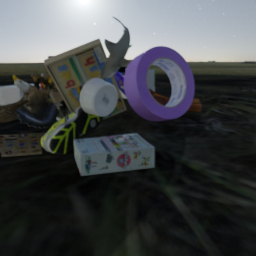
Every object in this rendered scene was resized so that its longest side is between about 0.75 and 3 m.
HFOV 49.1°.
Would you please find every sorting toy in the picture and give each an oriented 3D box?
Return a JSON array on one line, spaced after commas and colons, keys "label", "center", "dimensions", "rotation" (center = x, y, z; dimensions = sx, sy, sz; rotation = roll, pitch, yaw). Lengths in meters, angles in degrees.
[{"label": "sorting toy", "center": [-3.028, -1.563, 13.212], "dimensions": [0.694, 1.983, 1.995], "rotation": [-32, -9, 34]}]

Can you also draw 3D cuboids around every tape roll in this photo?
[{"label": "tape roll", "center": [1.243, -1.669, 10.865], "dimensions": [2.788, 2.788, 0.915], "rotation": [-8, -1, -31]}]

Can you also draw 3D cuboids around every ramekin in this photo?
[{"label": "ramekin", "center": [-0.747, -0.788, 7.502], "dimensions": [0.495, 1.015, 1.015], "rotation": [24, 26, 39]}]

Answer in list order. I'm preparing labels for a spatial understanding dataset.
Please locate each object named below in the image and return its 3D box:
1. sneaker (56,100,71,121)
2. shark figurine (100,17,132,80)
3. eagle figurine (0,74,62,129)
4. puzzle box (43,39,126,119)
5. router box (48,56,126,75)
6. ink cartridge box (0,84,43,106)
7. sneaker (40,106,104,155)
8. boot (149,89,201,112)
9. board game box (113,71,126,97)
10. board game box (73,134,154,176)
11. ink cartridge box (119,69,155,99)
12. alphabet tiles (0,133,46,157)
[{"label": "sneaker", "center": [-2.346, -0.682, 10.932], "dimensions": [0.784, 1.067, 2.359], "rotation": [-5, 14, -21]}, {"label": "shark figurine", "center": [-0.326, -2.313, 7.669], "dimensions": [0.793, 1.901, 1.136], "rotation": [27, -18, -32]}, {"label": "eagle figurine", "center": [-3.039, -0.770, 8.643], "dimensions": [1.875, 2.484, 1.885], "rotation": [30, -37, -17]}, {"label": "puzzle box", "center": [-1.234, -1.262, 8.710], "dimensions": [1.750, 2.631, 0.334], "rotation": [-22, 43, 1]}, {"label": "router box", "center": [-1.882, -2.890, 13.078], "dimensions": [2.214, 0.758, 2.968], "rotation": [23, 26, 39]}, {"label": "ink cartridge box", "center": [-4.764, -1.287, 12.873], "dimensions": [1.306, 1.312, 1.789], "rotation": [5, 14, 22]}, {"label": "sneaker", "center": [-1.592, -0.132, 8.066], "dimensions": [0.876, 0.864, 2.293], "rotation": [6, 33, 38]}, {"label": "boot", "center": [2.088, -1.388, 13.618], "dimensions": [2.681, 0.918, 2.524], "rotation": [-3, 17, 4]}, {"label": "board game box", "center": [0.227, -1.503, 12.179], "dimensions": [1.478, 0.492, 2.199], "rotation": [29, 16, -51]}, {"label": "board game box", "center": [-0.382, 0.605, 6.804], "dimensions": [1.728, 0.555, 1.275], "rotation": [-5, 16, -16]}, {"label": "ink cartridge box", "center": [0.501, -2.758, 17.613], "dimensions": [1.102, 1.914, 2.623], "rotation": [-8, 16, -29]}, {"label": "alphabet tiles", "center": [-3.116, 0.467, 8.279], "dimensions": [1.700, 0.077, 2.034], "rotation": [-3, 15, -19]}]
